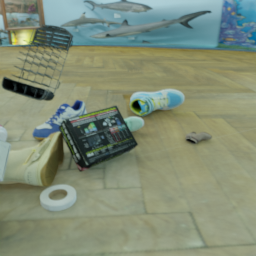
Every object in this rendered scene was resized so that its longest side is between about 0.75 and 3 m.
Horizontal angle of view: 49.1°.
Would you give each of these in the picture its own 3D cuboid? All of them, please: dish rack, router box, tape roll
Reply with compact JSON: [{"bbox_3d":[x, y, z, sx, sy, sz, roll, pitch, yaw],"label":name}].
[{"bbox_3d":[-3.322,-2.524,10.504,2.241,2.921,0.797,18,-2,25],"label":"dish rack"},{"bbox_3d":[-1.013,0.308,9.760,2.288,1.715,0.711,-18,-16,-38],"label":"router box"},{"bbox_3d":[-1.949,1.935,7.815,1.001,0.183,1.001,0,22,0],"label":"tape roll"}]

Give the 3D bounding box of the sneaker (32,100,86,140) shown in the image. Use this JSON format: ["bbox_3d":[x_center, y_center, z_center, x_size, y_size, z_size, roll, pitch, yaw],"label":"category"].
[{"bbox_3d":[-2.949,-0.412,12.050,1.064,1.246,2.826,16,28,30],"label":"sneaker"}]

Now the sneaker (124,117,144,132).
[{"bbox_3d":[-0.225,0.009,11.774,1.761,0.648,1.039,-7,16,8],"label":"sneaker"}]

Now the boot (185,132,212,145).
[{"bbox_3d":[2.805,0.439,11.269,0.969,0.340,0.709,11,31,26],"label":"boot"}]

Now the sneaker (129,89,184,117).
[{"bbox_3d":[1.397,-1.196,14.138,2.833,1.127,1.850,-5,19,14],"label":"sneaker"}]

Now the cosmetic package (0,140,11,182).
[{"bbox_3d":[-4.577,0.879,7.185,2.837,1.469,1.037,-14,59,29],"label":"cosmetic package"}]

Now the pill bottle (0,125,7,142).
[{"bbox_3d":[-5.341,0.191,11.225,0.757,0.757,1.347,-17,28,-35],"label":"pill bottle"}]

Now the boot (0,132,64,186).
[{"bbox_3d":[-3.369,0.956,9.119,2.293,1.074,2.951,-3,23,0],"label":"boot"}]
